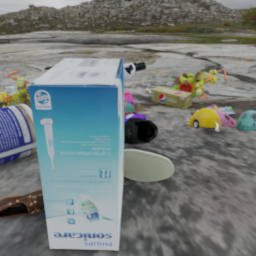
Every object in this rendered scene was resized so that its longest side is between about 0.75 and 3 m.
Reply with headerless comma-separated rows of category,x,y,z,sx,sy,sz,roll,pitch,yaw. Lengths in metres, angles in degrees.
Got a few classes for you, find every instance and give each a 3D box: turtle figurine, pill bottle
turtle figurine,2.759,-1.883,11.163,1.783,0.712,2.211,9,45,42
pill bottle,-3.465,0.304,6.796,2.353,1.362,1.362,-19,30,-38
turtle figurine,-3.560,-1.023,9.714,1.987,2.464,0.794,2,59,-42

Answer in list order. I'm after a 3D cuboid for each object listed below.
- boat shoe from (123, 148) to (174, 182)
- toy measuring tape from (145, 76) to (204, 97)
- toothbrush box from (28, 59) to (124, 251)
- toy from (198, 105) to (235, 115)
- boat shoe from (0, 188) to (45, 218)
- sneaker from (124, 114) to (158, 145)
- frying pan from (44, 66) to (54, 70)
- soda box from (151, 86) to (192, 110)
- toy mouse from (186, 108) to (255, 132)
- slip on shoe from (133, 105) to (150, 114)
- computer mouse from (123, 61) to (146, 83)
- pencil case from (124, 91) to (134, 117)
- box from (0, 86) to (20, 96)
boat shoe,-0.067,0.703,6.539,2.297,0.825,0.777,4,26,14
toy measuring tape,2.097,-1.942,12.677,2.640,0.971,0.971,4,23,9
toothbrush box,-0.677,0.345,4.882,1.186,2.781,2.036,2,22,0
toy,3.282,-0.689,10.513,1.228,0.290,0.707,-3,23,-8
boat shoe,-1.866,1.461,5.299,1.215,0.428,0.427,-12,19,-7
sneaker,0.314,0.081,7.503,1.152,0.805,2.316,2,7,25
frying pan,-1.523,-2.257,10.412,1.621,0.436,2.680,-2,13,42
soda box,1.755,-1.255,11.474,1.661,0.532,0.563,21,35,37
toy mouse,2.955,-0.245,8.197,2.612,0.569,2.939,2,4,-15
slip on shoe,0.393,-0.686,10.317,0.366,0.292,0.964,-4,12,-42
computer mouse,-0.235,-2.096,11.051,1.616,0.647,2.948,-15,11,17
pencil case,-0.928,-0.729,9.654,2.240,0.990,0.990,-7,24,-18
box,-5.354,-1.569,12.612,0.826,0.261,1.501,-7,24,-16
